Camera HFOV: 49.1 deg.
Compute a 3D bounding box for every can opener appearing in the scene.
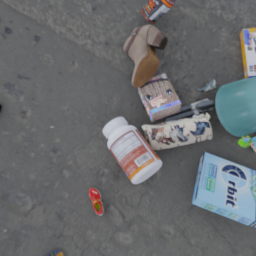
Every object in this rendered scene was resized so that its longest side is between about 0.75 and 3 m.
[{"bbox_3d":[2.515,-0.754,11.728,2.191,0.728,0.577,-19,60,1],"label":"can opener"}]

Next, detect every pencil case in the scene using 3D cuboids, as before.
[{"bbox_3d":[1.949,0.143,11.293,2.732,1.063,1.222,-11,119,-2],"label":"pencil case"}]

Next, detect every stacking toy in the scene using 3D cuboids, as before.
[{"bbox_3d":[5.245,0.514,10.533,2.058,1.551,0.483,-12,75,24],"label":"stacking toy"}]

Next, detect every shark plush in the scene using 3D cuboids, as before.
[{"bbox_3d":[3.369,-1.764,12.009,0.853,0.388,0.355,-22,95,7],"label":"shark plush"}]

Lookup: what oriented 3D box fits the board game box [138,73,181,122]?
[{"bbox_3d":[1.262,-1.261,11.593,1.275,0.775,1.600,-21,64,-4],"label":"board game box"}]

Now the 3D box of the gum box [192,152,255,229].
[{"bbox_3d":[3.888,2.327,10.702,2.540,0.566,2.158,20,50,4],"label":"gum box"}]

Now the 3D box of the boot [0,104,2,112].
[{"bbox_3d":[-5.765,-0.552,11.812,0.577,0.445,1.190,8,77,4],"label":"boot"}]

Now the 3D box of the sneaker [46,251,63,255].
[{"bbox_3d":[-3.072,5.371,10.545,1.604,0.707,0.604,-38,40,-27],"label":"sneaker"}]

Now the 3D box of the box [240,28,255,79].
[{"bbox_3d":[5.829,-3.129,12.218,1.510,0.526,2.536,-3,76,6],"label":"box"}]

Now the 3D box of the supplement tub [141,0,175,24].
[{"bbox_3d":[1.390,-5.333,11.992,0.888,1.661,0.888,25,49,-32],"label":"supplement tub"}]

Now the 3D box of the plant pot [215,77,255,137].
[{"bbox_3d":[4.807,-0.917,10.735,2.239,1.797,2.239,8,74,-29],"label":"plant pot"}]

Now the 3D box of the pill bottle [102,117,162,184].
[{"bbox_3d":[0.082,0.817,10.833,1.374,1.374,2.449,-34,69,-6],"label":"pill bottle"}]

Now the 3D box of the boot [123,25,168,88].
[{"bbox_3d":[0.459,-3.093,11.798,1.938,0.931,2.651,33,89,44],"label":"boot"}]

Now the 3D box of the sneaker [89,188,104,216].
[{"bbox_3d":[-1.247,2.889,11.065,0.435,0.480,1.130,-24,71,-4],"label":"sneaker"}]

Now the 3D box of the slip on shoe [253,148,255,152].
[{"bbox_3d":[5.816,0.323,11.587,1.753,0.536,0.649,-44,83,-7],"label":"slip on shoe"}]
